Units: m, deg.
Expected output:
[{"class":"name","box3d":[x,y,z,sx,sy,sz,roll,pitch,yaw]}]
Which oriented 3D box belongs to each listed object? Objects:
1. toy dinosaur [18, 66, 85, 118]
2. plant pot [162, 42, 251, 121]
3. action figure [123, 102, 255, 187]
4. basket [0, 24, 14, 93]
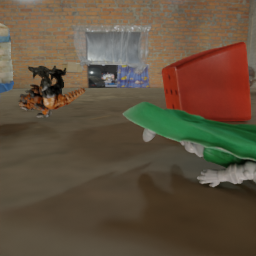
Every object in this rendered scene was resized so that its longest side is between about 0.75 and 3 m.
[{"class":"toy dinosaur","box3d":[-2.267,-1.039,8.274,2.141,1.453,1.094,-3,3,1]},{"class":"plant pot","box3d":[2.310,-1.308,8.960,2.006,2.274,2.276,-11,11,-8]},{"class":"action figure","box3d":[1.309,0.289,3.344,1.599,0.740,2.708,-5,18,-34]},{"class":"basket","box3d":[-3.460,-0.966,5.507,1.798,2.585,2.280,23,18,23]}]
